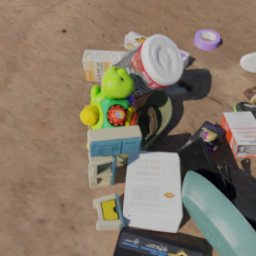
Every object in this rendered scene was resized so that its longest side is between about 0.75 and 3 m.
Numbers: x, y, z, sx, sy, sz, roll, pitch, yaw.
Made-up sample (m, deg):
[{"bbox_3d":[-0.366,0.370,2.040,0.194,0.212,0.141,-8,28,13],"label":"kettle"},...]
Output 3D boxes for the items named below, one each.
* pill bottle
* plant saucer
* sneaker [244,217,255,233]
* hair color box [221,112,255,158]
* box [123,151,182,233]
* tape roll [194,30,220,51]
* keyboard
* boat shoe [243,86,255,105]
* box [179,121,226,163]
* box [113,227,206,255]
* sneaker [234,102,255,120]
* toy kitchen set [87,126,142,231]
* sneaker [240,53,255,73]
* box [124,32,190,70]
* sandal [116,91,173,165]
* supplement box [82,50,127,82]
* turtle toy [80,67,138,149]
[{"bbox_3d":[0.314,-1.821,9.433,1.574,2.843,1.574,9,75,-35],"label":"pill bottle"},{"bbox_3d":[2.087,2.314,6.494,0.510,2.839,2.839,-34,58,-8],"label":"plant saucer"},{"bbox_3d":[2.550,2.118,5.660,0.463,0.487,1.228,-53,24,-18],"label":"sneaker"},{"bbox_3d":[3.649,0.176,8.882,0.950,0.548,1.713,-1,35,3],"label":"hair color box"},{"bbox_3d":[0.676,1.758,7.932,1.505,1.051,1.977,4,49,3],"label":"box"},{"bbox_3d":[3.651,-4.079,12.984,1.130,0.371,1.130,0,53,-1],"label":"tape roll"},{"bbox_3d":[2.212,1.464,7.137,0.323,1.514,2.521,-15,73,-28],"label":"keyboard"},{"bbox_3d":[5.479,-1.640,10.831,2.314,0.835,0.833,-28,58,-13],"label":"boat shoe"},{"bbox_3d":[2.378,0.608,9.002,0.765,0.881,1.442,34,58,25],"label":"box"},{"bbox_3d":[0.591,3.806,6.754,2.257,0.561,2.240,13,52,10],"label":"box"},{"bbox_3d":[4.958,-0.497,9.789,2.397,1.004,0.920,19,55,14],"label":"sneaker"},{"bbox_3d":[-0.266,1.316,6.989,1.269,2.154,1.725,-6,51,-12],"label":"toy kitchen set"},{"bbox_3d":[5.601,-2.973,11.979,2.188,0.823,0.968,-9,41,-15],"label":"sneaker"},{"bbox_3d":[1.204,-3.404,12.305,2.991,0.620,0.579,28,58,19],"label":"box"},{"bbox_3d":[0.548,-0.103,9.334,1.184,0.851,2.981,21,64,28],"label":"sandal"},{"bbox_3d":[-0.841,-2.442,11.228,1.792,1.129,0.659,3,54,3],"label":"supplement box"},{"bbox_3d":[-0.420,-0.524,8.380,1.362,2.694,1.964,5,34,17],"label":"turtle toy"}]
